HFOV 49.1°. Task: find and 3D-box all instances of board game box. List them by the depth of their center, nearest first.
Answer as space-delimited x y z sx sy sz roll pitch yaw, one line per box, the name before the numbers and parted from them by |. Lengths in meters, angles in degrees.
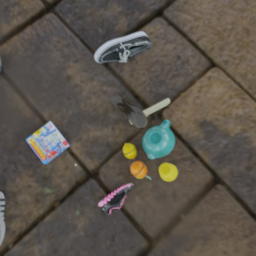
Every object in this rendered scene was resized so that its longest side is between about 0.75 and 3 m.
board game box | -2.971 0.551 10.388 1.129 0.322 1.153 -39 79 -9

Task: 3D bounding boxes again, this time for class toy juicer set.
toy juicer set | 0.758 0.504 10.272 1.894 0.810 2.977 -8 68 18

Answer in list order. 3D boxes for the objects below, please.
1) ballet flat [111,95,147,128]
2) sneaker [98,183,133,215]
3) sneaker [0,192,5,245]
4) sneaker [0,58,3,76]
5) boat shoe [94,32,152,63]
ballet flat | 0.060 -0.599 10.439 1.796 0.416 0.605 40 87 26
sneaker | -0.332 2.499 9.837 1.418 0.560 0.676 -36 83 0
sneaker | -4.880 3.186 9.598 1.062 0.743 1.839 -7 70 2
sneaker | -5.556 -1.993 10.825 0.882 0.754 2.025 16 76 9
boat shoe | -0.167 -2.986 10.993 2.305 0.851 0.787 -22 64 -15
